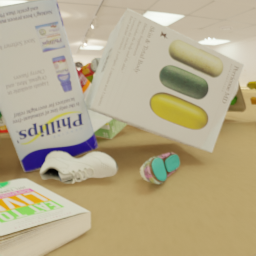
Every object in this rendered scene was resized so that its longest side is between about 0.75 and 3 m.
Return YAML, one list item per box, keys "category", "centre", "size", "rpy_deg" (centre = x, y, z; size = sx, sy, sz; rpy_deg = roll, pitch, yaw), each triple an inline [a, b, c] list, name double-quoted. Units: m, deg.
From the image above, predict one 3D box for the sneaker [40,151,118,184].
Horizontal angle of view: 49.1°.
- category: "sneaker"
  centre: [-0.799, 0.697, 4.502]
  size: [1.280, 0.477, 0.558]
  rpy_deg: [-3, 24, 12]

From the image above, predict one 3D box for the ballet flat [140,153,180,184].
- category: "ballet flat"
  centre: [0.471, 0.668, 4.631]
  size: [0.453, 0.440, 1.273]
  rpy_deg: [-15, -2, 27]

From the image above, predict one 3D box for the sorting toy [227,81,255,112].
- category: "sorting toy"
  centre: [3.701, -1.390, 10.361]
  size: [0.333, 1.852, 2.486]
  rpy_deg: [-38, 27, -30]

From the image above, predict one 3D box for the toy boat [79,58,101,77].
- category: "toy boat"
  centre: [-0.676, -1.407, 10.087]
  size: [1.136, 2.445, 2.055]
  rpy_deg: [-13, 40, 42]

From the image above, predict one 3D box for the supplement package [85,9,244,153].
- category: "supplement package"
  centre: [0.593, -0.854, 5.909]
  size: [2.476, 1.879, 1.866]
  rpy_deg: [20, 0, -14]

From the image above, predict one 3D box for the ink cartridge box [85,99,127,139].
- category: "ink cartridge box"
  centre: [-1.257, -0.090, 7.807]
  size: [1.895, 0.624, 2.604]
  rpy_deg: [10, 36, 31]

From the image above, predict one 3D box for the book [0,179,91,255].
- category: "book"
  centre: [-1.298, 0.967, 3.194]
  size: [1.555, 0.374, 1.039]
  rpy_deg: [8, 10, 44]

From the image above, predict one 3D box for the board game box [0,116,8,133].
- category: "board game box"
  centre: [-3.729, -0.501, 9.119]
  size: [2.574, 0.596, 1.950]
  rpy_deg: [-3, 23, -17]

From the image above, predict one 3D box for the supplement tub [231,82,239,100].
- category: "supplement tub"
  centre: [2.689, -1.470, 9.068]
  size: [1.555, 1.555, 2.145]
  rpy_deg: [2, 16, 13]

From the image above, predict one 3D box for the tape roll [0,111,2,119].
- category: "tape roll"
  centre: [-3.581, -0.665, 6.521]
  size: [0.532, 2.213, 2.213]
  rpy_deg: [16, 11, 0]

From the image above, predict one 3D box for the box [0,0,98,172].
- category: "box"
  centre: [-1.818, -0.921, 5.676]
  size: [1.414, 2.694, 2.478]
  rpy_deg: [-17, 20, -13]

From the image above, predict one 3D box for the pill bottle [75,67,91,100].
- category: "pill bottle"
  centre: [-2.112, -1.488, 7.540]
  size: [1.229, 2.176, 1.229]
  rpy_deg: [-36, 23, 19]
